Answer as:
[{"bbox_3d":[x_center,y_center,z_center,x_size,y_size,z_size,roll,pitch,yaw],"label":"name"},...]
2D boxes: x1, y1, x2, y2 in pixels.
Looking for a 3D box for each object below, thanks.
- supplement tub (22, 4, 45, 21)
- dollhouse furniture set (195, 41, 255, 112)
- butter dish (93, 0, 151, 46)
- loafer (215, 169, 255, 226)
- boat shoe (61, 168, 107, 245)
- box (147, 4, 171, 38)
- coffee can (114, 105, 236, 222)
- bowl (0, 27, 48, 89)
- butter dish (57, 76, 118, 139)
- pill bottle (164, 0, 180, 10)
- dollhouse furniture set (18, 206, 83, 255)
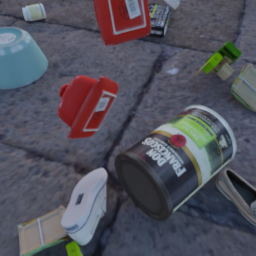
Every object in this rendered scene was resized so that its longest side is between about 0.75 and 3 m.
[{"bbox_3d":[-4.605,-5.624,13.694,0.959,0.695,0.695,-19,50,-18],"label":"supplement tub"},{"bbox_3d":[3.741,-1.627,10.071,2.390,1.199,1.565,43,62,-1],"label":"dollhouse furniture set"},{"bbox_3d":[-0.418,-3.978,9.484,2.015,2.021,1.494,-24,28,-25],"label":"butter dish"},{"bbox_3d":[2.990,1.763,6.838,0.688,0.602,1.914,-31,54,-26],"label":"loafer"},{"bbox_3d":[-0.877,1.819,6.701,0.780,0.768,2.201,-21,20,15],"label":"boat shoe"},{"bbox_3d":[0.993,-5.231,13.452,1.894,0.523,2.365,9,47,9],"label":"box"},{"bbox_3d":[1.167,0.785,6.929,2.477,1.813,1.813,-33,55,-27],"label":"coffee can"},{"bbox_3d":[-4.541,-2.821,10.608,2.661,1.392,2.661,-1,47,1],"label":"bowl"},{"bbox_3d":[-0.952,-0.545,5.669,0.993,1.344,1.340,32,98,12],"label":"butter dish"},{"bbox_3d":[1.991,-5.238,9.801,1.104,1.957,1.104,33,26,-18],"label":"pill bottle"},{"bbox_3d":[-1.528,2.886,5.964,1.196,0.924,2.394,-25,32,-12],"label":"dollhouse furniture set"}]
